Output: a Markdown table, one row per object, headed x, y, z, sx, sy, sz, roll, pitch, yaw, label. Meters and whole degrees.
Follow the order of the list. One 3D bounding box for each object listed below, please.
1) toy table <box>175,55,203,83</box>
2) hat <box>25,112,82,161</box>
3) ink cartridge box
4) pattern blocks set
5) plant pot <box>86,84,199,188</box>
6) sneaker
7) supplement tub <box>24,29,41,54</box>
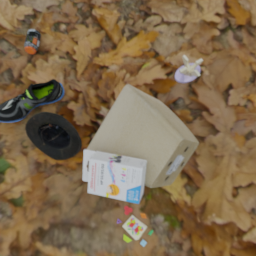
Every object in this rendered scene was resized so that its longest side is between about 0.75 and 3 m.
| x | y | z | sx | sy | sz | roll | pitch | yaw | label |
| --- | --- | --- | --- | --- | --- | --- | --- | --- | --- |
| 2.449 | -2.329 | 11.232 | 1.154 | 0.676 | 1.061 | -41 | 76 | -14 | toy table |
| -2.500 | 0.151 | 9.846 | 2.010 | 2.010 | 0.811 | 9 | 33 | 3 | hat |
| -0.470 | 1.254 | 7.379 | 1.782 | 0.605 | 1.026 | 9 | 108 | 12 | ink cartridge box |
| 0.220 | 3.383 | 9.554 | 1.257 | 0.102 | 1.105 | 27 | 73 | 9 | pattern blocks set |
| 0.666 | 0.491 | 8.599 | 2.171 | 2.453 | 2.450 | 37 | 102 | 28 | plant pot |
| -3.775 | -1.119 | 10.563 | 2.730 | 1.131 | 0.968 | -27 | 72 | -9 | sneaker |
| -4.011 | -3.593 | 11.723 | 0.564 | 0.564 | 0.920 | 6 | 71 | 2 | supplement tub |
